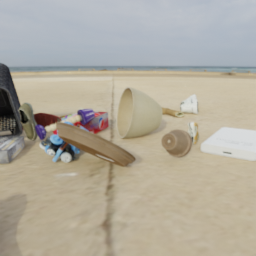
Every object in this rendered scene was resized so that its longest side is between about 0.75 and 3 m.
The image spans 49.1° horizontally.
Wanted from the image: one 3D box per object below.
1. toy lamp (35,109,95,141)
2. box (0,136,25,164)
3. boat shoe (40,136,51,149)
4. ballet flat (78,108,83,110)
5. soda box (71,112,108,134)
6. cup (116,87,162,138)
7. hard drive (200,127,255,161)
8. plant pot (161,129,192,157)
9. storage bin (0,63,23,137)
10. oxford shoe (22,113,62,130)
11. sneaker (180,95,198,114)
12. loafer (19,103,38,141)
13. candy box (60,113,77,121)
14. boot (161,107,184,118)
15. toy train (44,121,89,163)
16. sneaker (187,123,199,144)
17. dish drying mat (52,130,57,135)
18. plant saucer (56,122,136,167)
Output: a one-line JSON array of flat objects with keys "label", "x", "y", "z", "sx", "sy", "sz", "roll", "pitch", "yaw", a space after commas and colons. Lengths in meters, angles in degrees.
[{"label": "toy lamp", "x": -2.195, "y": -0.178, "z": 10.053, "sx": 2.144, "sy": 0.624, "sz": 0.624, "roll": -24, "pitch": 24, "yaw": -27}, {"label": "box", "x": -4.426, "y": 0.719, "z": 9.374, "sx": 1.407, "sy": 0.429, "sz": 1.777, "roll": -1, "pitch": 14, "yaw": -4}, {"label": "boat shoe", "x": -2.787, "y": 0.499, "z": 9.994, "sx": 0.439, "sy": 0.563, "sz": 1.240, "roll": -12, "pitch": 18, "yaw": -40}, {"label": "ballet flat", "x": -2.412, "y": -0.803, "z": 15.573, "sx": 1.377, "sy": 0.478, "sz": 0.478, "roll": 11, "pitch": 17, "yaw": 35}, {"label": "soda box", "x": -1.692, "y": -0.147, "z": 12.182, "sx": 0.830, "sy": 0.751, "sz": 2.370, "roll": 4, "pitch": 15, "yaw": 21}, {"label": "cup", "x": 0.522, "y": -0.530, "z": 11.541, "sx": 1.493, "sy": 2.088, "sz": 2.088, "roll": 8, "pitch": 11, "yaw": -19}, {"label": "hard drive", "x": 3.996, "y": 0.516, "z": 10.339, "sx": 1.803, "sy": 0.365, "sz": 2.733, "roll": 8, "pitch": 17, "yaw": 32}, {"label": "plant pot", "x": 1.414, "y": 0.458, "z": 8.627, "sx": 0.893, "sy": 0.893, "sz": 0.779, "roll": 9, "pitch": -1, "yaw": 34}, {"label": "storage bin", "x": -5.091, "y": -0.857, "z": 10.293, "sx": 1.879, "sy": 2.779, "sz": 1.303, "roll": -9, "pitch": 55, "yaw": -13}, {"label": "oxford shoe", "x": -4.086, "y": -0.357, "z": 12.938, "sx": 2.333, "sy": 0.822, "sz": 0.873, "roll": 2, "pitch": 12, "yaw": 9}, {"label": "sneaker", "x": 3.716, "y": -1.447, "z": 17.217, "sx": 1.076, "sy": 0.997, "sz": 2.654, "roll": -6, "pitch": 12, "yaw": 13}, {"label": "loafer", "x": -3.705, "y": -0.168, "z": 10.215, "sx": 0.553, "sy": 1.471, "sz": 0.512, "roll": 0, "pitch": 22, "yaw": 20}, {"label": "candy box", "x": -2.864, "y": -0.416, "z": 14.171, "sx": 1.269, "sy": 0.328, "sz": 2.483, "roll": 11, "pitch": 17, "yaw": 29}, {"label": "boot", "x": 2.296, "y": -0.879, "z": 15.813, "sx": 1.179, "sy": 0.445, "sz": 1.347, "roll": -8, "pitch": 17, "yaw": -29}, {"label": "toy train", "x": -1.979, "y": 0.470, "z": 9.198, "sx": 0.999, "sy": 0.758, "sz": 1.749, "roll": 32, "pitch": 31, "yaw": -5}, {"label": "sneaker", "x": 2.349, "y": 0.182, "z": 10.175, "sx": 0.365, "sy": 0.832, "sz": 0.315, "roll": 10, "pitch": 24, "yaw": 43}, {"label": "dish drying mat", "x": -2.406, "y": 0.271, "z": 11.091, "sx": 1.265, "sy": 0.486, "sz": 0.115, "roll": 7, "pitch": 46, "yaw": 20}, {"label": "plant saucer", "x": -0.965, "y": 0.535, "z": 7.959, "sx": 2.465, "sy": 0.363, "sz": 2.465, "roll": 22, "pitch": -13, "yaw": 5}]
